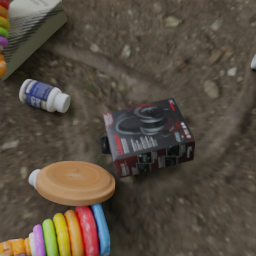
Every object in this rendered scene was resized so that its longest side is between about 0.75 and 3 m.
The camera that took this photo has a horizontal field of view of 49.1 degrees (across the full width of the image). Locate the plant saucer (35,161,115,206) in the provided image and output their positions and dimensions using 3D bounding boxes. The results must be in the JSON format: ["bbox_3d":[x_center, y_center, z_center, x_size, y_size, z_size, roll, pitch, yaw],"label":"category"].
[{"bbox_3d":[-1.191,1.182,6.489,1.818,1.818,0.293,11,106,3],"label":"plant saucer"}]

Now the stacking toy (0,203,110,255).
[{"bbox_3d":[-1.605,2.366,5.920,2.296,1.332,1.260,-8,59,-21],"label":"stacking toy"}]

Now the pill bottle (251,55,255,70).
[{"bbox_3d":[4.029,-1.832,8.124,0.783,0.428,0.428,17,73,6],"label":"pill bottle"}]

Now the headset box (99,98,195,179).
[{"bbox_3d":[0.356,0.237,6.907,2.101,0.812,1.564,-12,46,-4],"label":"headset box"}]

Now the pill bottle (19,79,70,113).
[{"bbox_3d":[-2.249,-0.836,7.666,1.225,0.680,0.680,19,73,6],"label":"pill bottle"}]

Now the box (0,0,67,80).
[{"bbox_3d":[-3.168,-2.808,8.158,1.138,0.947,2.769,37,76,10],"label":"box"}]

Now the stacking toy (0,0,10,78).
[{"bbox_3d":[-3.481,-2.379,7.072,1.239,1.311,2.258,-11,94,-26],"label":"stacking toy"}]

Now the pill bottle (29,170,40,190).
[{"bbox_3d":[-1.972,1.370,6.862,0.862,0.499,0.499,21,72,26],"label":"pill bottle"}]
